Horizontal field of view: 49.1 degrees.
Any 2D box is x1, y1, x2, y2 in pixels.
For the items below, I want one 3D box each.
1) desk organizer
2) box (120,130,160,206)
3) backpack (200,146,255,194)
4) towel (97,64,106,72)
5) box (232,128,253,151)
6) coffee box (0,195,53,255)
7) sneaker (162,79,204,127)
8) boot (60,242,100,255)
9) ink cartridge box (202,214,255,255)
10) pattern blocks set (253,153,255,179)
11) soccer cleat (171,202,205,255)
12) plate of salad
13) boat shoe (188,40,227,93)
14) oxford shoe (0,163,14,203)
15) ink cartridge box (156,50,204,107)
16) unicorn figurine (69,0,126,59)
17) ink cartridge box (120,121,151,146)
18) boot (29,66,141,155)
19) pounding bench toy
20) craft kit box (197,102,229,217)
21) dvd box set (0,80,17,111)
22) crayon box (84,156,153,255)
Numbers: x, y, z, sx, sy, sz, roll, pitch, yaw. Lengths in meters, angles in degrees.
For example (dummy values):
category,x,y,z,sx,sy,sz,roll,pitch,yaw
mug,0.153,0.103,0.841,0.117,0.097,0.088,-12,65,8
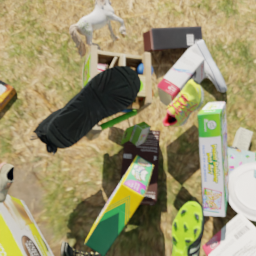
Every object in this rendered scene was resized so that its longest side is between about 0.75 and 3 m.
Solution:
category,x,y,z,sx,sy,sz,roll,pitch,yaw
desk organizer,1.838,-3.662,11.618,2.345,0.903,0.841,-10,100,-20
box,0.388,1.296,9.507,1.235,0.925,2.467,4,68,1
backpack,3.585,1.507,9.156,2.169,1.373,1.810,13,65,4
towel,-0.930,-1.881,11.237,1.511,0.239,2.097,12,67,6
box,4.063,0.567,10.081,0.492,0.403,1.036,24,69,10
coffee box,-3.808,3.655,7.509,2.685,2.655,2.681,-34,71,-14
sneaker,1.450,-0.570,7.666,0.768,1.702,0.665,-17,54,-32
boot,-0.978,2.678,5.879,0.748,0.990,0.357,-4,41,3
ink cartridge box,2.415,2.721,5.673,1.215,1.679,0.708,-43,101,3
pattern blocks set,3.160,1.002,6.422,0.099,1.216,1.069,-10,51,45
soccer cleat,1.473,2.833,6.888,0.737,0.885,2.184,13,95,34
plate of salad,3.654,1.791,7.879,1.750,0.420,1.750,-12,52,15
boat shoe,3.151,-2.346,11.220,0.777,0.855,2.326,-28,73,23
oxford shoe,-2.392,1.088,5.431,0.292,0.280,0.791,8,93,25
ink cartridge box,1.700,-1.476,8.936,0.684,1.178,1.596,39,84,24
unicorn figurine,-0.800,-3.121,8.184,2.201,0.813,1.512,-47,115,-29
ink cartridge box,0.223,0.227,8.267,0.324,0.632,0.854,37,36,25
boot,-1.185,-0.420,7.206,2.796,2.291,1.035,-43,104,-19
pounding bench toy,-0.277,-0.825,8.098,1.899,1.512,2.435,3,79,-18
craft kit box,2.079,0.580,6.666,0.542,2.233,2.206,-5,99,23
dvd box set,-5.874,-0.889,10.716,1.919,0.386,2.623,28,69,12
crayon box,-0.137,1.829,7.039,0.607,2.084,1.798,33,105,2
